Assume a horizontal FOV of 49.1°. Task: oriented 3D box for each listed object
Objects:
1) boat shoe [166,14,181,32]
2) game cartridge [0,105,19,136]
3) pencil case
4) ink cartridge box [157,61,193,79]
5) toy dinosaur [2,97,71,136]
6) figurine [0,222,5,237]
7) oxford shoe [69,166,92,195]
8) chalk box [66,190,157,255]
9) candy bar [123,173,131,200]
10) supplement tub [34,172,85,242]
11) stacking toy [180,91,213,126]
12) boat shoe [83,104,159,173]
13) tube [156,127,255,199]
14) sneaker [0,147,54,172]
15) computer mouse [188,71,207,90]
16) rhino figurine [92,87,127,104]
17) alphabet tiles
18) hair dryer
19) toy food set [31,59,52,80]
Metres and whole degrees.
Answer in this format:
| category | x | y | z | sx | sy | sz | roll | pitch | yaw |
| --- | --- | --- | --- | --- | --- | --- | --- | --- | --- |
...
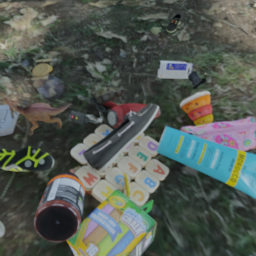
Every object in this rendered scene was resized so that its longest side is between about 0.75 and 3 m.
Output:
| category | x | y | z | sx | sy | sz | roll | pitch | yaw |
| --- | --- | --- | --- | --- | --- | --- | --- | --- | --- |
| boat shoe | 2.082 | -4.775 | 12.780 | 0.443 | 0.379 | 1.210 | 22 | 55 | 17 |
| game cartridge | -4.474 | -0.217 | 8.973 | 1.763 | 0.357 | 1.175 | -1 | 47 | 0 |
| pencil case | 2.591 | 0.302 | 8.075 | 2.310 | 1.010 | 1.010 | -7 | 50 | -5 |
| ink cartridge box | 1.659 | -2.047 | 9.921 | 1.210 | 0.573 | 0.224 | 0 | 29 | -11 |
| toy dinosaur | -2.725 | -0.494 | 8.327 | 1.914 | 1.297 | 0.821 | -8 | 59 | 13 |
| figurine | -3.566 | 2.385 | 6.382 | 1.249 | 0.551 | 1.280 | -42 | 41 | -13 |
| oxford shoe | -1.162 | 1.395 | 7.582 | 0.385 | 0.369 | 1.042 | -33 | 58 | -27 |
| chalk box | -0.192 | 2.311 | 6.251 | 1.212 | 1.218 | 1.957 | 35 | 57 | 25 |
| candy bar | -0.015 | 1.598 | 7.060 | 0.105 | 0.236 | 0.946 | -12 | 72 | 8 |
| supplement tub | -1.388 | 1.567 | 5.984 | 0.886 | 0.886 | 1.656 | -4 | 16 | -3 |
| stacking toy | 2.320 | -0.363 | 8.721 | 1.003 | 1.003 | 1.373 | -21 | 80 | -16 |
| boat shoe | -0.163 | 0.094 | 7.321 | 0.692 | 0.811 | 2.427 | 45 | 77 | -10 |
| tube | 2.138 | 0.792 | 7.151 | 2.807 | 0.707 | 1.087 | 21 | 88 | 5 |
| sneaker | -2.816 | 0.882 | 7.672 | 1.740 | 0.665 | 0.656 | 4 | 73 | 11 |
| computer mouse | 1.967 | -1.363 | 7.764 | 0.529 | 0.753 | 0.173 | -36 | 56 | 5 |
| rhino figurine | -0.534 | -1.025 | 8.709 | 1.086 | 0.475 | 0.325 | -14 | 52 | 13 |
| alphabet tiles | -0.224 | 0.922 | 7.809 | 2.482 | 0.185 | 2.538 | 35 | 52 | 17 |
| hair dryer | -0.351 | -0.651 | 8.740 | 2.765 | 0.751 | 2.106 | 10 | 28 | -2 |
| toy food set | -3.283 | -2.178 | 10.727 | 0.753 | 0.219 | 1.091 | -4 | 55 | 6 |
